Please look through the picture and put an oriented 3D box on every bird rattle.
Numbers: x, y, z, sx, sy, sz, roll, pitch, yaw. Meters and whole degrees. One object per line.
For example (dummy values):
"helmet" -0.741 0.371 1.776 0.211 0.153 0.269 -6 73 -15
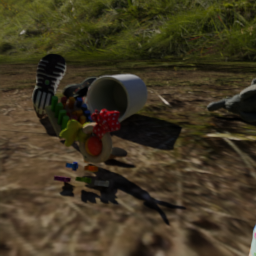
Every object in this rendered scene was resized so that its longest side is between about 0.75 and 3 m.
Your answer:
"bird rattle" -0.770 0.230 6.745 1.518 1.238 0.855 -13 2 27

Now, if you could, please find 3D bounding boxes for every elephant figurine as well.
"elephant figurine" 4.673 -0.926 10.930 2.334 1.811 1.652 -18 66 -20

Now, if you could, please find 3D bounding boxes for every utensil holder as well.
"utensil holder" -0.340 -1.200 10.885 1.755 1.755 2.065 7 17 21

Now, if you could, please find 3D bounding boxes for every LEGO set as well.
"LEGO set" -0.916 0.976 5.958 1.150 0.438 0.472 6 -11 8

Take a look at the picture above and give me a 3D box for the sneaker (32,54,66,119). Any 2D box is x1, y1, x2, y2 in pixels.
"sneaker" -3.328 -1.608 11.343 1.050 1.603 2.775 18 57 -13

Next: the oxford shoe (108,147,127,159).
"oxford shoe" -0.377 0.672 7.187 0.805 0.287 0.287 5 41 22

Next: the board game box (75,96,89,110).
"board game box" -1.474 -1.477 13.605 2.082 0.637 2.749 0 17 1

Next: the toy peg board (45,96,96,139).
"toy peg board" -1.798 -0.488 9.112 1.388 0.682 1.394 -13 54 -31

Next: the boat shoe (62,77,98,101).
"boat shoe" -1.873 -1.636 12.022 0.631 0.737 2.014 39 41 18

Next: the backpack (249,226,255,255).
"backpack" 2.019 1.548 2.633 1.485 1.259 1.672 -6 23 -33
